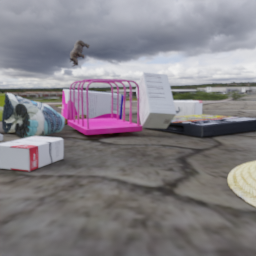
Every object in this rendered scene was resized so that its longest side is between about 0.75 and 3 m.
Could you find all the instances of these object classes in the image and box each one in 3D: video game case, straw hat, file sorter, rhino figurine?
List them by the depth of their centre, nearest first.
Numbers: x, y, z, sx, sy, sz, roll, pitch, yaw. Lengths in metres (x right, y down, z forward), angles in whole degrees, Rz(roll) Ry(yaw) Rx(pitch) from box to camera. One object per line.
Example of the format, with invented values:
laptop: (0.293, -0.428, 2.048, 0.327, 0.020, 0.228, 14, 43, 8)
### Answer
straw hat: (2.424, 0.070, 2.844, 2.873, 1.216, 2.873, 1, 7, 0)
file sorter: (-0.699, -0.623, 7.351, 1.416, 1.278, 2.038, -3, 8, -23)
video game case: (2.113, -0.106, 8.058, 2.561, 0.327, 2.314, -5, 9, -33)
rhino figurine: (-1.640, -2.419, 9.143, 0.448, 1.024, 0.306, 24, -18, -9)

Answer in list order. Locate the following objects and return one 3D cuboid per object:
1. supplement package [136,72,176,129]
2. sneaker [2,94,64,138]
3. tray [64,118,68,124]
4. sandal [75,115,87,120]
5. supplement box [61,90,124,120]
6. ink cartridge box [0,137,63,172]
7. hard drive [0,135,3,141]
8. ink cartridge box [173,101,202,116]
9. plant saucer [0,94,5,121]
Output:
supplement package: (0.663, -0.686, 6.988, 0.674, 1.231, 0.700, 3, -31, -15)
sneaker: (-2.548, -0.254, 7.354, 1.122, 1.008, 2.598, 3, 13, -39)
tray: (-2.361, -0.270, 10.031, 0.504, 0.189, 1.021, 1, 6, 9)
sandal: (-1.361, -0.164, 8.861, 0.456, 0.307, 1.136, -12, 28, -39)
supplement box: (-1.311, -0.810, 10.185, 2.012, 1.018, 1.040, 2, 9, -26)
ink cartridge box: (-1.405, 0.357, 4.076, 0.593, 0.335, 0.808, 3, 7, 21)
hard drive: (-3.442, 0.209, 6.086, 1.180, 0.155, 0.778, 4, 8, 30)
ink cartridge box: (2.281, -0.843, 12.482, 1.752, 0.743, 1.276, 5, 8, 28)
plant saucer: (-5.479, -0.887, 11.053, 1.986, 0.476, 1.989, -3, 29, -25)
